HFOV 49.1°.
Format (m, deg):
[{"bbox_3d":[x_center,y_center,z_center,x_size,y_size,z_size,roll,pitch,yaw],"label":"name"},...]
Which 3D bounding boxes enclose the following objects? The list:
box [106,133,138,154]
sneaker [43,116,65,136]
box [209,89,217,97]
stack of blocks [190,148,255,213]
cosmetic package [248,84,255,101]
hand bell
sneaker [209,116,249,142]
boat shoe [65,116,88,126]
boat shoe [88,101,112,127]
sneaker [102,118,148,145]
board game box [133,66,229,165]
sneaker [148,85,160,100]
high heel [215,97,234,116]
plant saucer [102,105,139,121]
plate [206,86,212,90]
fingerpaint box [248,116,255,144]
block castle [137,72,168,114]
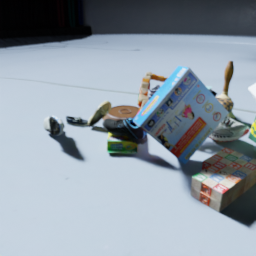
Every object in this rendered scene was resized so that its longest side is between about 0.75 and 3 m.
[{"bbox_3d":[-0.204,0.396,11.208,1.216,0.501,2.072,1,27,1],"label":"box"},{"bbox_3d":[-2.908,-0.102,11.431,0.797,0.790,2.199,0,5,-26],"label":"sneaker"},{"bbox_3d":[3.812,-1.247,14.004,0.585,1.046,1.483,36,36,14],"label":"box"},{"bbox_3d":[2.900,1.488,8.580,2.302,0.674,1.326,-21,32,-37],"label":"stack of blocks"},{"bbox_3d":[4.741,-0.858,8.247,1.493,1.049,2.945,-33,10,21],"label":"cosmetic package"},{"bbox_3d":[4.627,-1.842,13.243,1.350,2.592,1.350,9,8,-1],"label":"hand bell"},{"bbox_3d":[3.547,-0.297,11.569,1.150,1.214,2.955,-25,32,-31],"label":"sneaker"},{"bbox_3d":[-2.362,-0.354,12.996,1.152,0.356,0.431,8,26,18],"label":"boat shoe"},{"bbox_3d":[-1.271,-0.593,12.416,0.533,1.462,0.460,43,23,-14],"label":"boat shoe"},{"bbox_3d":[-0.107,-0.088,10.618,2.000,0.819,0.732,18,35,26],"label":"sneaker"},{"bbox_3d":[1.811,-0.384,9.443,2.419,2.368,0.676,-49,27,1],"label":"board game box"},{"bbox_3d":[2.078,-1.722,14.986,2.147,1.165,0.752,-7,23,-14],"label":"sneaker"},{"bbox_3d":[2.829,-1.178,11.424,1.952,0.978,2.738,-20,45,-14],"label":"high heel"},{"bbox_3d":[-0.154,-0.657,13.660,2.234,0.385,2.234,0,24,0],"label":"plant saucer"},{"bbox_3d":[3.440,-1.773,14.187,1.690,0.216,1.690,-27,6,3],"label":"plate"},{"bbox_3d":[6.146,0.420,9.374,2.979,1.093,2.485,1,24,-17],"label":"fingerpaint box"},{"bbox_3d":[1.390,-1.323,13.353,1.842,1.293,2.757,12,45,-4],"label":"block castle"}]
